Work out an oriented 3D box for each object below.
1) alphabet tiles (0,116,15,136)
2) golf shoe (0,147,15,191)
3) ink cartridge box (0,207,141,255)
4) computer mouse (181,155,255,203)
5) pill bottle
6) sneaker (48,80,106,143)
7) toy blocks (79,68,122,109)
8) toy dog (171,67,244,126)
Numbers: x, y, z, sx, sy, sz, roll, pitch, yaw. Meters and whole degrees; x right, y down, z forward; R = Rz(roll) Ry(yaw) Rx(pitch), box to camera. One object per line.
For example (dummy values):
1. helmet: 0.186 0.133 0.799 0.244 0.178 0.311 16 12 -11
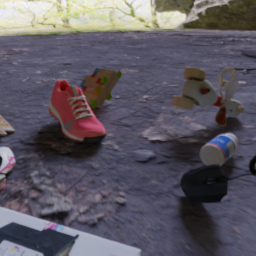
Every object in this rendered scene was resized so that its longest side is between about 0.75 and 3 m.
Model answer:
1. alphabet tiles: -4.583 -0.163 8.638 1.729 0.078 2.068 4 17 -42
2. golf shoe: -2.951 0.775 6.427 0.573 0.727 1.580 2 23 -14
3. ink cartridge box: -1.470 2.056 3.021 2.850 1.180 2.077 9 26 18
4. computer mouse: 1.793 0.913 4.968 0.418 0.719 2.454 4 -21 -34
5. pill bottle: 2.350 0.532 7.109 0.627 0.627 1.118 19 30 37
6. sneaker: -1.668 -0.579 8.509 1.075 1.265 2.918 -13 35 -36
7. toy blocks: -1.322 -1.667 11.207 1.335 0.976 1.953 18 67 35
8. toy dog: 2.812 -0.994 8.937 2.793 1.842 1.345 -6 14 -23
